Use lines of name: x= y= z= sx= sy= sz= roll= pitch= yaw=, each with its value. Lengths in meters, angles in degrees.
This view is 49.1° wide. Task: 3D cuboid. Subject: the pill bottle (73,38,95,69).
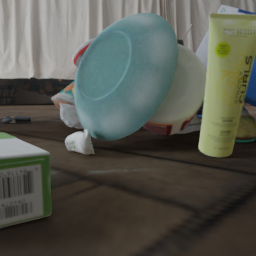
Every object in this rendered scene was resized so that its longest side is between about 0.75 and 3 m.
pill bottle: x=-0.863 y=-2.024 z=11.402 sx=1.681 sy=2.902 sz=1.681 roll=-31 pitch=-8 yaw=-5

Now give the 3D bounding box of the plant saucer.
plant saucer: x=-0.242 y=-0.853 z=4.161 sx=2.074 sy=2.074 sz=0.399 roll=5 pitch=-11 yaw=43

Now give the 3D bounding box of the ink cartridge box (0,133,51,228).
ink cartridge box: x=-1.127 y=0.307 z=2.043 sx=0.719 sy=0.411 sz=1.386 roll=-4 pitch=7 yaw=-34

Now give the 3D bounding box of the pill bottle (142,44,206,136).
pill bottle: x=0.623 y=-0.505 z=4.839 sx=1.189 sy=1.189 sz=2.082 roll=1 pitch=-8 yaw=7

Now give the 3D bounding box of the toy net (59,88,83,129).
toy net: x=-0.726 y=-0.445 z=5.607 sx=1.026 sy=0.378 sz=1.956 roll=29 pitch=38 yaw=-4

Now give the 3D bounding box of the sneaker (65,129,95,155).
sneaker: x=-0.663 y=0.216 z=3.781 sx=0.349 sy=0.331 sz=0.866 roll=-12 pitch=3 yaw=-13

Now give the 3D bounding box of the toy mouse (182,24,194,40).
toy mouse: x=1.055 y=-2.206 z=8.334 sx=2.492 sy=0.543 sz=2.804 roll=-34 pitch=-41 yaw=5

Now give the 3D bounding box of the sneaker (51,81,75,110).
sneaker: x=-1.194 y=-0.800 z=7.339 sx=1.140 sy=1.018 sz=2.853 roll=-43 pitch=25 yaw=-13

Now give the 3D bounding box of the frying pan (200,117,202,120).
frying pan: x=2.702 y=-0.307 z=8.309 sx=0.918 sy=0.247 sz=1.518 roll=-12 pitch=6 yaw=-6

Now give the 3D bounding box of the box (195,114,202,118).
box: x=2.748 y=-0.429 z=10.387 sx=0.853 sy=0.196 sz=0.678 roll=4 pitch=7 yaw=33

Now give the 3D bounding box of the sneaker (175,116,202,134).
sneaker: x=1.409 y=-0.221 z=6.500 sx=0.582 sy=0.564 sz=1.594 roll=2 pitch=6 yaw=23

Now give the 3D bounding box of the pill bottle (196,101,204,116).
pill bottle: x=1.832 y=-0.714 z=6.834 sx=0.734 sy=0.734 sz=1.312 roll=3 pitch=-12 yaw=25

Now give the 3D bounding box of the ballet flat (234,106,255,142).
ballet flat: x=2.056 y=-0.221 z=5.665 sx=0.796 sy=0.796 sz=2.252 roll=1 pitch=6 yaw=11

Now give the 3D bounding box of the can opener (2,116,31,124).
can opener: x=-3.389 y=-0.206 z=8.506 sx=0.833 sy=0.222 sz=0.278 roll=1 pitch=38 yaw=5

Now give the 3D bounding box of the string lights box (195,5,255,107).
string lights box: x=2.545 y=-0.996 z=4.785 sx=2.710 sy=1.393 sz=0.799 roll=33 pitch=11 yaw=32

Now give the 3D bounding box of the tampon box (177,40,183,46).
tampon box: x=0.701 y=-1.161 z=7.529 sx=1.492 sy=1.257 sz=1.990 roll=-1 pitch=-32 yaw=4

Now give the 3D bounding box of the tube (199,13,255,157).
tube: x=1.150 y=-0.462 z=3.320 sx=0.431 sy=1.662 sz=0.482 roll=22 pitch=29 yaw=38
